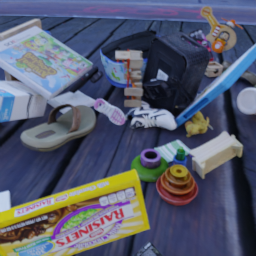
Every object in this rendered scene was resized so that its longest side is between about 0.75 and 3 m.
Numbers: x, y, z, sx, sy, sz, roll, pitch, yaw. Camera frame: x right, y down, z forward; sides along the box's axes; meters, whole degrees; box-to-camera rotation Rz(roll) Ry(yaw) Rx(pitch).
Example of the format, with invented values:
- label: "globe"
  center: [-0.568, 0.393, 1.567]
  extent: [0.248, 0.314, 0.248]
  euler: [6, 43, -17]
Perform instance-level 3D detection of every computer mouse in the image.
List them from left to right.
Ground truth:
- label: "computer mouse"
  center: [1.196, -1.082, 8.698]
  extent: [1.736, 1.219, 0.400]
  euler: [-6, 43, 52]

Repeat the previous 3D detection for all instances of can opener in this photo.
- label: "can opener"
  center: [-1.587, -1.742, 10.219]
  extent: [1.375, 0.436, 0.541]
  euler: [-36, 72, 3]

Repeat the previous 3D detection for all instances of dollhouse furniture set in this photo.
- label: "dollhouse furniture set"
  center: [0.010, -1.630, 8.774]
  extent: [0.798, 1.532, 1.549]
  euler: [0, 45, -2]

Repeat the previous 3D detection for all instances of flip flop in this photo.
- label: "flip flop"
  center: [-1.876, -0.215, 8.110]
  extent: [1.207, 0.857, 2.976]
  euler: [17, 23, 20]

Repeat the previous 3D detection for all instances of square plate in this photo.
- label: "square plate"
  center: [-2.017, -0.969, 10.112]
  extent: [1.345, 0.193, 1.358]
  euler: [-27, 42, -36]

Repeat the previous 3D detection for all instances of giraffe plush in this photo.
- label: "giraffe plush"
  center: [1.989, -0.028, 8.330]
  extent: [0.660, 0.703, 0.814]
  euler: [-24, 29, -13]

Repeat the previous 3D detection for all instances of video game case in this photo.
- label: "video game case"
  center: [-2.698, -2.129, 8.749]
  extent: [2.444, 0.270, 2.225]
  euler: [34, 46, 5]
- label: "video game case"
  center: [2.457, -1.122, 7.922]
  extent: [0.252, 2.830, 2.025]
  euler: [45, 66, 3]

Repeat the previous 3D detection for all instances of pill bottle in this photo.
- label: "pill bottle"
  center: [4.314, -0.849, 9.158]
  extent: [1.454, 0.831, 0.831]
  euler: [-2, 29, -37]

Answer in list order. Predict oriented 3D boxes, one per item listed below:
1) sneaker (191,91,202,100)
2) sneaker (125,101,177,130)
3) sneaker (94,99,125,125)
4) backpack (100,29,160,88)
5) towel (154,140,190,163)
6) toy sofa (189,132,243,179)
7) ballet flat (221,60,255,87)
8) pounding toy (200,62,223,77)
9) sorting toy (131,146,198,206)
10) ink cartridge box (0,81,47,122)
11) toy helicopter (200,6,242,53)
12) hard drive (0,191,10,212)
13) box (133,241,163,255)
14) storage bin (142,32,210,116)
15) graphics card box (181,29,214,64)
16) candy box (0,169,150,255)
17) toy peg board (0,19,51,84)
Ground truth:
- label: "sneaker"
  center: [2.494, -1.263, 10.340]
  extent: [1.036, 0.438, 0.388]
  euler: [-26, 41, -34]
- label: "sneaker"
  center: [0.587, -0.184, 8.583]
  extent: [1.616, 0.645, 1.052]
  euler: [34, 54, 28]
- label: "sneaker"
  center: [-0.520, -0.479, 8.455]
  extent: [1.068, 0.430, 0.472]
  euler: [36, 2, 8]
- label: "backpack"
  center: [0.357, -2.435, 10.772]
  extent: [2.539, 1.866, 2.324]
  euler: [-20, 39, -17]
- label: "towel"
  center: [1.241, 0.637, 7.780]
  extent: [0.860, 0.101, 0.656]
  euler: [-17, 38, -23]
- label: "toy sofa"
  center: [2.166, 0.668, 6.995]
  extent: [1.237, 0.512, 0.603]
  euler: [-29, 48, -8]
- label: "ballet flat"
  center: [4.804, -2.123, 11.630]
  extent: [0.818, 0.563, 2.429]
  euler: [14, 23, -45]
- label: "pounding toy"
  center: [3.506, -2.426, 12.058]
  extent: [1.038, 0.475, 0.912]
  euler: [-10, 35, -15]
- label: "sorting toy"
  center: [0.914, 0.928, 6.697]
  extent: [1.173, 0.801, 1.951]
  euler: [-21, 39, -29]
- label: "ink cartridge box"
  center: [-3.498, -0.826, 8.181]
  extent: [1.353, 0.781, 1.865]
  euler: [22, 15, 18]
- label: "toy helicopter"
  center: [2.593, -2.895, 7.995]
  extent: [0.937, 1.416, 0.559]
  euler: [-33, -3, 26]
- label: "hard drive"
  center: [-3.157, 1.813, 5.949]
  extent: [1.219, 0.163, 0.804]
  euler: [-12, 35, -18]
- label: "box"
  center: [0.265, 2.427, 4.393]
  extent: [0.955, 0.411, 0.782]
  euler: [-37, 30, -16]
- label: "storage bin"
  center: [1.433, -1.688, 9.092]
  extent: [1.089, 2.324, 1.571]
  euler: [-23, 53, -31]
- label: "graphics card box"
  center: [2.381, -2.747, 9.642]
  extent: [0.732, 1.167, 0.297]
  euler: [-19, -9, 4]
- label: "candy box"
  center: [-0.931, 1.633, 4.792]
  extent: [2.532, 1.294, 0.334]
  euler: [-17, 35, -6]
- label: "toy peg board"
  center: [-3.360, -2.473, 10.403]
  extent: [1.189, 2.421, 2.431]
  euler: [10, 35, 9]
